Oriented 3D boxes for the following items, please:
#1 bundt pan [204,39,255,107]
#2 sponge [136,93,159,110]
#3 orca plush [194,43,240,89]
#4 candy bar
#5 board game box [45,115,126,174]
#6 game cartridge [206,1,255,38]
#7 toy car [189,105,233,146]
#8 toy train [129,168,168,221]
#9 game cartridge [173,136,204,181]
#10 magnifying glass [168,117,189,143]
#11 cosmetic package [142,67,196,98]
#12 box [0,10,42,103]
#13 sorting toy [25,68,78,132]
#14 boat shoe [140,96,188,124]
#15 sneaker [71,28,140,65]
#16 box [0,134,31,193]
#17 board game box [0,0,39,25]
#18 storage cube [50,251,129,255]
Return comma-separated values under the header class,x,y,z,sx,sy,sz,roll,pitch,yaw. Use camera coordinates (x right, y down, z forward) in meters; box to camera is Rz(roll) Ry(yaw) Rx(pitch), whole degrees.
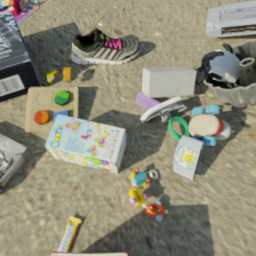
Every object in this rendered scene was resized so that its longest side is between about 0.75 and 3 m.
class,x,y,z,sx,sy,sz,roll,pitch,yaw
bundt pan,3.946,-1.701,9.004,2.855,1.072,2.855,-24,33,16
sponge,0.647,-0.835,9.354,0.808,0.451,0.121,29,53,17
orca plush,2.719,-1.789,9.040,1.030,1.524,2.896,-8,16,42
candy bar,-1.591,2.959,7.181,0.331,0.147,1.326,14,59,9
board game box,-1.164,0.485,8.145,2.012,1.037,1.055,13,65,7
game cartridge,4.609,-4.300,10.899,2.964,0.606,1.973,1,48,20
toy car,2.652,0.050,8.644,1.259,1.113,1.160,15,78,-30
toy train,0.476,1.847,7.740,1.115,0.413,1.485,17,44,-24
game cartridge,1.680,0.832,7.967,0.229,1.133,0.755,2,14,-45
magnifying glass,1.703,0.433,8.613,0.685,0.193,1.721,-1,60,-26
cosmetic package,1.333,-1.524,9.249,1.661,0.887,0.749,-2,24,-14
box,-4.513,-2.446,9.743,2.059,1.485,2.775,-22,61,-13
sorting toy,-2.508,-0.983,9.276,1.722,0.309,2.311,-3,70,-1
boat shoe,1.170,-0.455,9.015,1.560,0.559,0.529,-25,64,-8
sneaker,-0.847,-3.038,10.300,2.651,1.160,0.978,-5,58,-3
box,-4.150,0.884,8.273,1.924,0.465,1.523,24,62,14
board game box,-5.439,-5.287,12.050,2.333,0.575,2.952,29,62,16
storage cube,-0.788,3.576,5.879,1.631,1.715,1.908,1,59,1
